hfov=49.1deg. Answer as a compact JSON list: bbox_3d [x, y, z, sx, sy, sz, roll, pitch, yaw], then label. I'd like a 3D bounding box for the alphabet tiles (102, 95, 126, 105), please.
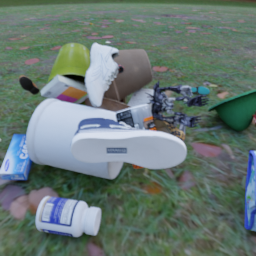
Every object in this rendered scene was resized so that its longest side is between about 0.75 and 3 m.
[{"bbox_3d":[-1.085,-2.396,13.253,2.102,2.515,0.095,4,10,18],"label":"alphabet tiles"}]

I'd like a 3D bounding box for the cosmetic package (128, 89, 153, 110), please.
[{"bbox_3d":[0.671,-1.005,12.422,0.962,0.963,1.167,11,56,23],"label":"cosmetic package"}]

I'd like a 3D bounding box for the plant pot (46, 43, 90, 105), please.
[{"bbox_3d":[-2.083,-2.175,10.845,1.956,1.956,1.884,-2,61,-3],"label":"plant pot"}]

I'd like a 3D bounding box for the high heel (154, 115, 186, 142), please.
[{"bbox_3d":[1.320,0.116,11.301,1.992,0.711,1.420,5,40,14],"label":"high heel"}]

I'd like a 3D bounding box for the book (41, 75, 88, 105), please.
[{"bbox_3d":[-2.189,-1.301,10.139,1.562,1.043,0.375,14,52,-49],"label":"book"}]

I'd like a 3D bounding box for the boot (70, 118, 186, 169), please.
[{"bbox_3d":[0.011,0.224,6.503,2.559,0.931,1.156,6,30,-4],"label":"boot"}]

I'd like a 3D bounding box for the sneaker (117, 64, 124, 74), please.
[{"bbox_3d":[-0.592,-2.201,10.459,0.942,0.333,0.460,-1,28,11],"label":"sneaker"}]

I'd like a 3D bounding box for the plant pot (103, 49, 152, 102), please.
[{"bbox_3d":[-0.197,-2.314,11.900,2.212,2.536,2.536,-16,33,-2],"label":"plant pot"}]

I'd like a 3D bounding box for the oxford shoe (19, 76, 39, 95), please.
[{"bbox_3d":[-4.093,-1.794,11.349,0.466,1.308,0.466,-36,71,-6],"label":"oxford shoe"}]

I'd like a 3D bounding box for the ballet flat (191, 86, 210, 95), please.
[{"bbox_3d":[3.728,-2.042,15.084,1.330,0.451,0.501,6,13,13],"label":"ballet flat"}]

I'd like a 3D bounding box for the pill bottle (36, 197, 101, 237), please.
[{"bbox_3d":[-1.526,2.347,7.334,1.508,0.903,0.903,7,32,8],"label":"pill bottle"}]

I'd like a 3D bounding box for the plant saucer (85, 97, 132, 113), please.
[{"bbox_3d":[-0.410,-0.321,10.740,2.841,2.841,0.520,15,76,23],"label":"plant saucer"}]

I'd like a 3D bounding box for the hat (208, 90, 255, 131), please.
[{"bbox_3d":[4.896,-0.035,11.725,2.411,2.562,2.911,-26,-10,42],"label":"hat"}]

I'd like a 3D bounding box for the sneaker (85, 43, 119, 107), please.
[{"bbox_3d":[-0.835,-1.765,9.149,0.986,0.843,2.264,4,74,5],"label":"sneaker"}]

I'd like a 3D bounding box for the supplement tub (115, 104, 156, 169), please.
[{"bbox_3d":[0.301,0.229,7.553,0.973,1.588,0.973,-15,2,1],"label":"supplement tub"}]

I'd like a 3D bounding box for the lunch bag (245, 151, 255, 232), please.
[{"bbox_3d":[4.442,1.705,7.704,2.162,1.621,2.543,9,42,15],"label":"lunch bag"}]

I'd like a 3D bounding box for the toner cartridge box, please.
[{"bbox_3d":[-3.595,0.941,9.311,0.790,0.359,1.663,0,46,-1],"label":"toner cartridge box"}]

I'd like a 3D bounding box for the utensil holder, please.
[{"bbox_3d":[-1.538,0.355,9.293,2.701,2.295,2.295,11,33,15],"label":"utensil holder"}]

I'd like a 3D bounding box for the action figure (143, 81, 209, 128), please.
[{"bbox_3d":[1.752,-0.832,10.683,1.452,1.692,2.846,5,13,-29],"label":"action figure"}]
